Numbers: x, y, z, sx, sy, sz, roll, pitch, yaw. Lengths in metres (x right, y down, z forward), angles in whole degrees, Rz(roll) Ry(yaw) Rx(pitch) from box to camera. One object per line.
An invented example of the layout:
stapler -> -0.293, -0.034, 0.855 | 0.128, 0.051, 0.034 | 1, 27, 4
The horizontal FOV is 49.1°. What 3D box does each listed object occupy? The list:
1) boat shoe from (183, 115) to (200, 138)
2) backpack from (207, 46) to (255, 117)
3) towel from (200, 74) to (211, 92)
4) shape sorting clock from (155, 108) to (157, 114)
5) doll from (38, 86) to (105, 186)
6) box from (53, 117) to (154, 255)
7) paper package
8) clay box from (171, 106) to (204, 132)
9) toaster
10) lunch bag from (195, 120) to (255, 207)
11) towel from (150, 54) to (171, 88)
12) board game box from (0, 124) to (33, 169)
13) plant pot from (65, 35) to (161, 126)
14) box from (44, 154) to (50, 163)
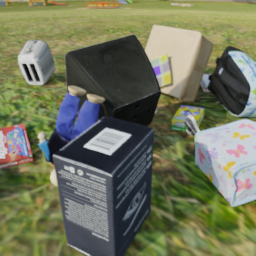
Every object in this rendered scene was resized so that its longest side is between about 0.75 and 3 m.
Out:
boat shoe -> 2.254, 0.077, 9.921 | 0.394, 1.161, 0.416 | -39, 39, -10
backpack -> 4.857, -1.737, 11.955 | 2.253, 2.391, 2.930 | 12, 35, -6
towel -> 4.929, -2.461, 15.107 | 2.083, 0.352, 2.181 | 1, 30, 1
shape sorting clock -> 0.570, -0.850, 12.214 | 1.431, 0.281, 1.431 | 5, 24, -2
doll -> -1.494, 0.382, 7.545 | 1.897, 2.780, 0.674 | 23, 13, 7
box -> -0.408, 1.322, 6.112 | 1.315, 2.521, 1.866 | 15, 31, 24
paper package -> 2.093, -2.981, 13.085 | 2.820, 2.958, 1.530 | 26, 12, 37
clay box -> 2.396, -0.371, 11.230 | 1.002, 0.415, 1.743 | 9, 27, 21
toaster -> -4.891, -3.375, 15.070 | 1.368, 2.407, 1.555 | 6, 47, 10
lunch bag -> 3.473, 0.860, 7.997 | 2.459, 1.563, 2.085 | -17, 31, -10
towel -> 1.426, -2.450, 12.396 | 1.019, 1.418, 0.161 | -11, -8, 44
board game box -> -4.129, 0.587, 9.787 | 1.247, 0.236, 2.422 | -13, 32, -20
plant pot -> -0.357, -1.083, 9.021 | 2.503, 2.497, 2.220 | -24, 61, -25
box -> -2.169, 0.778, 9.171 | 0.811, 0.511, 0.825 | 7, 30, 16
